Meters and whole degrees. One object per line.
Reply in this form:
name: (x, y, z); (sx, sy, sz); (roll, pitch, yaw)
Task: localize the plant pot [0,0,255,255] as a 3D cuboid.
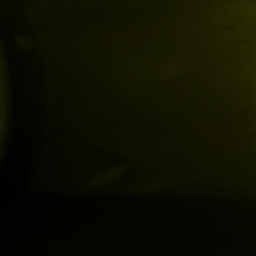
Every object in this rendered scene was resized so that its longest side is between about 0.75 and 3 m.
plant pot: (0.169, -0.638, 0.992); (2.856, 2.967, 2.967); (-10, 3, 12)
